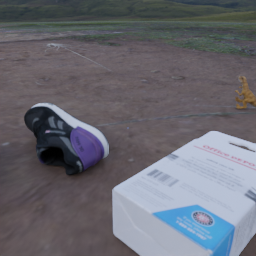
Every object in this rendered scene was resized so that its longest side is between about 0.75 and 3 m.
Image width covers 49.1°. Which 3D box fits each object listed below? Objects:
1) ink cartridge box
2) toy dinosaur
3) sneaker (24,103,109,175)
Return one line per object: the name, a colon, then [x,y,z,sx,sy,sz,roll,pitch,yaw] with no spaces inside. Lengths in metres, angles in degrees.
ink cartridge box: [1.142,0.947,3.994,2.453,0.818,1.421,-22,33,-40]
toy dinosaur: [3.517,-0.807,8.071,0.766,1.442,0.435,-31,14,47]
sneaker: [-1.565,0.179,5.635,2.316,0.877,1.014,20,40,33]
